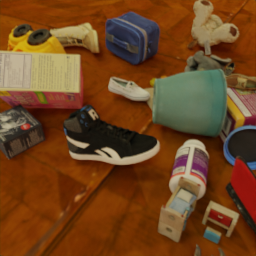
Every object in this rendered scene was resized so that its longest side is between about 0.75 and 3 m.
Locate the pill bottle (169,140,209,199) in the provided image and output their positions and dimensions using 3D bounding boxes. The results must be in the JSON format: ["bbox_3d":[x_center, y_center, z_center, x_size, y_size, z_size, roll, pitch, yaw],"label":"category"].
[{"bbox_3d":[1.642,1.057,7.375,0.880,0.880,1.566,12,43,13],"label":"pill bottle"}]

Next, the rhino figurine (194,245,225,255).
[{"bbox_3d":[1.060,3.181,5.025,1.223,0.836,2.798,28,47,29],"label":"rhino figurine"}]

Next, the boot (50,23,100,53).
[{"bbox_3d":[-2.537,-4.108,13.129,2.096,0.981,2.696,-13,42,-15],"label":"boot"}]

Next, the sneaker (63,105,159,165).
[{"bbox_3d":[-0.604,0.101,7.440,2.714,1.518,0.991,-3,29,23],"label":"sneaker"}]

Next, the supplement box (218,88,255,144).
[{"bbox_3d":[4.044,-0.359,8.612,2.535,1.308,1.659,-5,38,-5],"label":"supplement box"}]

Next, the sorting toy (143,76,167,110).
[{"bbox_3d":[1.365,-1.352,10.535,1.619,0.291,2.173,-12,43,-14],"label":"sorting toy"}]

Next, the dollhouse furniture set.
[{"bbox_3d":[1.571,1.993,6.202,1.461,1.024,1.030,22,46,23],"label":"dollhouse furniture set"}]

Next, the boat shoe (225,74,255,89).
[{"bbox_3d":[3.488,-1.387,8.507,1.086,0.411,0.401,5,26,11],"label":"boat shoe"}]

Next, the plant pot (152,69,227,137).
[{"bbox_3d":[1.727,-0.782,8.545,1.932,2.056,2.056,3,42,2],"label":"plant pot"}]

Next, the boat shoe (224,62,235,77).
[{"bbox_3d":[4.263,-2.464,11.805,0.329,0.278,0.923,20,45,21],"label":"boat shoe"}]

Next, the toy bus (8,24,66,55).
[{"bbox_3d":[-4.068,-2.556,11.041,2.661,1.806,2.555,26,64,29],"label":"toy bus"}]

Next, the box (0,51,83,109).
[{"bbox_3d":[-2.695,-1.407,8.893,2.430,2.137,1.175,1,81,-8],"label":"box"}]

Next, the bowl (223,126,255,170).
[{"bbox_3d":[3.305,0.540,7.682,1.312,1.312,0.258,11,28,13],"label":"bowl"}]

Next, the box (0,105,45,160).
[{"bbox_3d":[-3.474,0.084,8.594,1.237,0.707,1.358,-33,52,-30],"label":"box"}]

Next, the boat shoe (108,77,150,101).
[{"bbox_3d":[0.031,-1.406,10.084,1.568,0.524,0.577,14,43,5],"label":"boat shoe"}]

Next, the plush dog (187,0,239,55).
[{"bbox_3d":[3.954,-4.728,13.593,2.529,2.029,2.173,46,38,6],"label":"plush dog"}]

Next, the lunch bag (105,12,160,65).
[{"bbox_3d":[0.151,-3.890,12.386,1.602,1.645,2.421,-33,53,-31],"label":"lunch bag"}]

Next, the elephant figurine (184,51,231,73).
[{"bbox_3d":[3.369,-2.352,11.049,1.977,1.399,1.534,-5,68,-29],"label":"elephant figurine"}]

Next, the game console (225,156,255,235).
[{"bbox_3d":[3.160,1.779,5.686,1.975,1.360,2.291,1,46,-27],"label":"game console"}]
